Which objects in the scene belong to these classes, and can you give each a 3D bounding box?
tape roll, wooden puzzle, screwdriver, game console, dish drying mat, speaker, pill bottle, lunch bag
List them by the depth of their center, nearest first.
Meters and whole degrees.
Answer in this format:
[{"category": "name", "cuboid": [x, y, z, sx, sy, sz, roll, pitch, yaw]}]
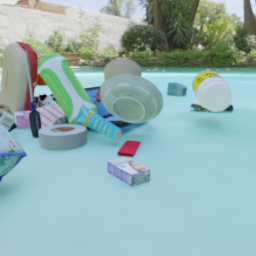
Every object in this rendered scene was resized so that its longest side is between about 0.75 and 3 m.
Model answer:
[{"category": "lunch bag", "cuboid": [-2.697, 0.261, 4.558, 1.374, 1.030, 1.616, 44, -1, 8]}, {"category": "dish drying mat", "cuboid": [0.036, 0.520, 7.209, 0.432, 0.102, 1.125, 3, 13, 11]}, {"category": "tape roll", "cuboid": [-1.776, 0.236, 7.663, 1.273, 0.421, 1.273, 0, 14, 0]}, {"category": "screwdriver", "cuboid": [-2.883, -0.961, 8.212, 0.368, 2.531, 0.353, -11, 7, -9]}, {"category": "speaker", "cuboid": [-1.868, -1.144, 8.690, 1.017, 2.299, 1.017, -32, -10, -6]}, {"category": "game console", "cuboid": [-0.594, -0.813, 9.849, 1.997, 1.384, 2.339, -1, 12, 29]}, {"category": "pill bottle", "cuboid": [2.930, -1.309, 9.863, 1.142, 1.142, 1.998, 1, 21, 5]}, {"category": "wooden puzzle", "cuboid": [-5.391, -1.135, 12.467, 1.679, 0.338, 1.814, 25, 13, -4]}]

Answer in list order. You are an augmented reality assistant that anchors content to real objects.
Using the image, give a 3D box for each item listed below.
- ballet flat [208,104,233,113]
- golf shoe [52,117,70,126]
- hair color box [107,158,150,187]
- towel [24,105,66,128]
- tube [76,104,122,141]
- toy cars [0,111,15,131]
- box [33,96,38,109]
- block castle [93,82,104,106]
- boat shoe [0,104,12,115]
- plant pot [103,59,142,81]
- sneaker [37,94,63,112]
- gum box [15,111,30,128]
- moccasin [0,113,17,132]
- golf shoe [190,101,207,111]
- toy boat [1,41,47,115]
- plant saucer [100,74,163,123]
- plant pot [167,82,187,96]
[{"category": "ballet flat", "cuboid": [4.086, -0.898, 12.387, 1.157, 0.396, 0.393, -3, 15, -8]}, {"category": "golf shoe", "cuboid": [-2.037, -0.081, 9.020, 0.697, 0.561, 1.434, -7, 2, 28]}, {"category": "hair color box", "cuboid": [-0.005, 0.846, 5.513, 0.456, 0.270, 0.834, -9, 18, -36]}, {"category": "towel", "cuboid": [-2.723, -0.362, 9.512, 0.942, 0.193, 1.288, 35, 31, 14]}, {"category": "tube", "cuboid": [-0.821, -0.116, 7.670, 1.372, 0.531, 0.346, 29, 10, 20]}, {"category": "toy cars", "cuboid": [-3.766, 0.138, 7.155, 1.798, 0.806, 0.398, -17, 44, -27]}, {"category": "box", "cuboid": [-4.173, -1.018, 12.158, 0.387, 0.735, 0.898, -9, 17, -36]}, {"category": "block castle", "cuboid": [-0.568, -0.881, 9.256, 1.112, 0.781, 1.664, 33, 2, -9]}, {"category": "boat shoe", "cuboid": [-5.534, -0.775, 11.093, 2.408, 0.758, 0.878, 10, 17, 36]}, {"category": "plant pot", "cuboid": [-0.318, -2.689, 16.629, 2.336, 2.336, 1.568, -1, 56, -2]}, {"category": "sneaker", "cuboid": [-2.811, -0.826, 10.864, 2.266, 0.993, 0.857, 11, 16, 33]}, {"category": "gum box", "cuboid": [-3.597, -0.333, 9.904, 0.722, 0.421, 1.273, -4, 11, -23]}, {"category": "moccasin", "cuboid": [-3.992, -0.125, 8.770, 0.579, 0.683, 1.698, -11, 27, -40]}, {"category": "golf shoe", "cuboid": [3.702, -1.332, 13.050, 2.191, 0.965, 0.846, -12, 19, -36]}, {"category": "toy boat", "cuboid": [-3.742, -1.801, 10.822, 1.869, 2.859, 1.866, -8, 44, -38]}, {"category": "plant saucer", "cuboid": [0.054, -0.659, 7.910, 1.847, 1.847, 0.463, 3, 50, 14]}, {"category": "plant pot", "cuboid": [3.192, -2.428, 18.000, 0.786, 0.786, 1.112, -12, 25, -40]}]
